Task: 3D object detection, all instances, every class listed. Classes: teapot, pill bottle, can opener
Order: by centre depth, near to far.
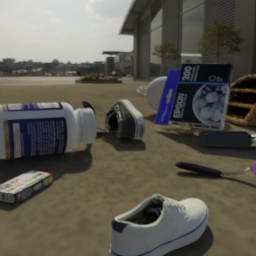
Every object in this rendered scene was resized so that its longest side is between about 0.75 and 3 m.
[{"bbox_3d":[-2.041,0.028,7.011,2.317,1.287,1.287,-4,12,-25],"label":"pill bottle"},{"bbox_3d":[3.190,0.119,7.803,2.355,0.787,0.628,1,12,5],"label":"can opener"},{"bbox_3d":[1.702,-1.760,13.811,1.909,1.884,1.394,37,27,-22],"label":"teapot"}]

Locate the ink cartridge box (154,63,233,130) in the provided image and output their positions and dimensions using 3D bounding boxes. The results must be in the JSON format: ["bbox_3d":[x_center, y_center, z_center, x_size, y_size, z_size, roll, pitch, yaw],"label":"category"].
[{"bbox_3d":[2.226,-1.161,9.782,2.439,2.416,0.529,5,-23,28],"label":"ink cartridge box"}]

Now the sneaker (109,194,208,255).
[{"bbox_3d":[0.475,1.111,3.424,0.600,0.582,1.644,11,16,43],"label":"sneaker"}]

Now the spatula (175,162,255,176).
[{"bbox_3d":[2.003,0.862,5.530,2.162,0.222,0.611,2,12,21],"label":"spatula"}]

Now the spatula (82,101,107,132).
[{"bbox_3d":[-1.099,-0.308,8.623,0.704,0.256,2.490,21,-17,9],"label":"spatula"}]

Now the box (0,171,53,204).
[{"bbox_3d":[-1.830,1.017,4.938,0.530,0.167,0.963,4,12,21],"label":"box"}]

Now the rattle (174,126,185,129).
[{"bbox_3d":[1.948,-0.339,10.522,0.903,0.823,1.265,-8,1,-41],"label":"rattle"}]

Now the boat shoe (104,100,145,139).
[{"bbox_3d":[-0.313,-0.351,9.487,0.947,1.052,2.974,-1,13,-15],"label":"boat shoe"}]

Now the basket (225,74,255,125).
[{"bbox_3d":[4.988,-1.237,11.581,2.031,1.946,2.727,-1,11,-10],"label":"basket"}]
